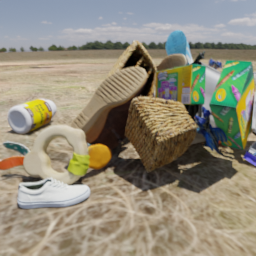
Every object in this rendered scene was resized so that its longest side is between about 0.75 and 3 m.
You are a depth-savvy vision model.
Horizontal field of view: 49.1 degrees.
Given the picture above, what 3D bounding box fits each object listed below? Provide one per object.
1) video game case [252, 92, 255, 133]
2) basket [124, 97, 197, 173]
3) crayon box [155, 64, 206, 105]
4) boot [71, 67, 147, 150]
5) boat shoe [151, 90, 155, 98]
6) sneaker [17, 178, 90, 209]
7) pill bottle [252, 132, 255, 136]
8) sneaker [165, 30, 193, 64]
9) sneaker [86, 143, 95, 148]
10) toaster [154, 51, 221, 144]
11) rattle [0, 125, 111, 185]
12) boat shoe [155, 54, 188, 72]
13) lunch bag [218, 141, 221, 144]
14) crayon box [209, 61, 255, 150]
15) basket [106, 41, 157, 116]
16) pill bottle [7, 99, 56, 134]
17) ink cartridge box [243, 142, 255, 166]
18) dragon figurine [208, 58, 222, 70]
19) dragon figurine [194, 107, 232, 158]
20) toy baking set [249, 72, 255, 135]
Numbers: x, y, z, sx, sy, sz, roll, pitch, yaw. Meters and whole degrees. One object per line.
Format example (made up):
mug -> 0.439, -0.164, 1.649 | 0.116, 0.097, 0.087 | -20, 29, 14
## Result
video game case -> 3.700, -0.425, 8.084 | 0.095, 1.057, 0.757 | 4, -8, 31
basket -> 0.979, 0.033, 8.470 | 1.545, 2.164, 1.612 | -22, 62, -19
crayon box -> 1.605, -1.310, 8.974 | 0.567, 1.155, 1.945 | 0, 4, -27
boot -> -0.310, -0.510, 9.415 | 1.081, 2.988, 2.485 | 52, 6, 27
boat shoe -> 1.119, -1.430, 13.376 | 0.817, 2.523, 0.907 | 1, 2, -7
sneaker -> -1.903, 1.630, 7.197 | 1.830, 0.648, 0.668 | -5, 19, -14
pill bottle -> 5.218, -0.734, 10.023 | 1.306, 2.336, 1.306 | 1, 42, 0
sneaker -> 2.478, -3.194, 13.076 | 1.044, 2.729, 1.102 | -14, -8, 19
sneaker -> -1.205, 0.379, 10.993 | 0.735, 0.625, 1.611 | 11, 19, 32
toaster -> 2.252, -0.844, 10.102 | 1.641, 2.500, 2.765 | 14, -20, -29
rattle -> -2.205, 0.798, 8.552 | 2.738, 1.783, 1.956 | -14, 11, 21
boat shoe -> 1.702, -2.454, 11.695 | 0.715, 0.794, 2.208 | -11, -8, -38
lunch bag -> 3.532, -0.714, 11.586 | 1.059, 2.278, 2.586 | -2, 19, -4
crayon box -> 3.027, -0.556, 7.909 | 0.704, 1.435, 2.416 | 14, -22, 33
basket -> 0.080, -1.475, 10.768 | 1.981, 2.776, 2.068 | 34, -16, -14
pill bottle -> -4.337, -0.625, 12.964 | 1.242, 1.242, 2.273 | 7, 20, 19
ink cartridge box -> 4.324, 0.894, 9.227 | 0.765, 0.166, 0.758 | -43, 49, -12
dragon figurine -> 3.406, -2.352, 11.265 | 0.565, 0.954, 1.919 | 34, 23, 11
dragon figurine -> 2.425, 0.277, 8.034 | 0.566, 1.923, 0.956 | -33, 7, 0
toy baking set -> 4.167, -0.789, 9.564 | 0.288, 1.901, 2.477 | -1, -15, -2
